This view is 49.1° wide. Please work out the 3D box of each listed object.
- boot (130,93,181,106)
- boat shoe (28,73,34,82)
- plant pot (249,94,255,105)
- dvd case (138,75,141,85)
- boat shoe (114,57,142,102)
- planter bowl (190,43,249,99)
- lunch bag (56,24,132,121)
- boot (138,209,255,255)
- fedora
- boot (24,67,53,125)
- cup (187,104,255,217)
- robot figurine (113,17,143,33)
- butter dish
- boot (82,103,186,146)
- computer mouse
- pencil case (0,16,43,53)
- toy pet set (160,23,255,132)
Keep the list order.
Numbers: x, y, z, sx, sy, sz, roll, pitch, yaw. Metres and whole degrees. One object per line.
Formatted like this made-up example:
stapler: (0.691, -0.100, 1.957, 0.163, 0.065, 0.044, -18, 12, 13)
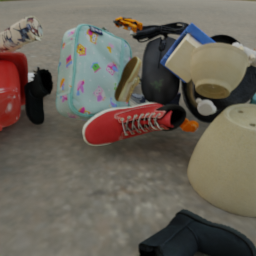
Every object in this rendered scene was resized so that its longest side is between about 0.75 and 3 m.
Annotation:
boot: (0.882, -1.049, 9.687, 2.213, 0.999, 0.805, 27, 31, 36)
boat shoe: (-4.424, -1.409, 10.377, 2.845, 1.024, 0.935, -8, 34, -34)
plant pot: (4.685, -0.726, 9.752, 0.864, 0.611, 0.611, 18, 34, 15)
dvd case: (-0.711, -2.934, 11.397, 0.221, 2.770, 2.059, -51, 44, -5)
boat shoe: (0.057, -1.197, 7.048, 0.414, 1.249, 0.462, 8, 38, -30)
planter bowl: (1.949, -1.167, 6.243, 1.251, 1.251, 0.842, 11, 75, 19)
lunch bag: (-0.906, -1.591, 8.461, 2.254, 2.810, 1.083, 9, -7, -38)
boot: (1.131, 2.135, 4.766, 1.615, 0.617, 1.357, 18, 31, 40)
fedora: (3.107, -1.470, 8.578, 2.985, 2.985, 1.363, -16, 17, -25)
boot: (-2.690, -0.967, 8.571, 0.568, 1.535, 1.258, -5, -11, -43)
cup: (2.720, 0.501, 6.458, 2.474, 1.769, 2.474, 0, 31, 0)
robot figurine: (-0.037, -3.198, 8.647, 0.887, 0.258, 0.643, 26, 44, 26)
butter dish: (-4.231, -0.698, 8.331, 2.700, 2.707, 2.001, -10, 63, -26)
boot: (0.151, -0.106, 7.201, 2.508, 0.908, 1.810, -19, 12, -19)
computer mouse: (0.944, -2.094, 8.705, 1.925, 2.780, 0.733, -1, -11, 14)
pencil case: (-3.315, -2.588, 8.204, 1.693, 0.659, 0.757, -20, 66, 21)
toy pet set: (2.158, -1.378, 7.845, 2.550, 2.731, 1.450, 37, 31, -5)
